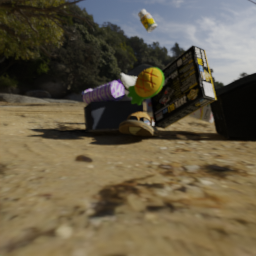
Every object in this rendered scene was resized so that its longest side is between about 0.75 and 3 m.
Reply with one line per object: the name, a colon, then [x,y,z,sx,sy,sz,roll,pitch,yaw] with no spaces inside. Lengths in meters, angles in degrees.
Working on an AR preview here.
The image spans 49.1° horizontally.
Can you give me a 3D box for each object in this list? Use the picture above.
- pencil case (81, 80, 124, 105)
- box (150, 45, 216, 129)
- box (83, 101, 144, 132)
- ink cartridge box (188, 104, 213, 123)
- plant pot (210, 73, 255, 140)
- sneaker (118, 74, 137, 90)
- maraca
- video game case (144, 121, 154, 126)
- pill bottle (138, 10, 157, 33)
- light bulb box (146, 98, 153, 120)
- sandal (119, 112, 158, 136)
pencil case: [-1.066,-1.418,11.834,1.980,0.846,0.831,-6,-37,42]
box: [1.868,-1.430,10.471,0.657,2.127,2.663,9,-27,-33]
box: [-0.633,-0.469,11.478,2.088,1.087,1.901,-4,-1,-18]
ink cartridge box: [2.932,-0.914,11.689,1.478,1.070,0.621,16,6,-18]
plant pot: [4.223,-0.671,10.142,2.050,2.305,2.311,-14,7,3]
sneaker: [0.236,-1.680,10.342,0.652,0.572,1.627,-39,-32,19]
maraca: [0.575,-1.407,9.481,1.463,1.003,0.783,-40,-32,21]
video game case: [0.170,-0.238,13.531,2.049,0.179,1.465,5,9,30]
pill bottle: [0.687,-3.945,10.317,0.427,0.757,0.427,-32,-4,-3]
light bulb box: [1.398,-1.096,12.132,1.194,1.205,0.752,-9,-25,12]
sandal: [0.452,-0.137,9.796,1.159,0.779,2.886,4,-2,16]
